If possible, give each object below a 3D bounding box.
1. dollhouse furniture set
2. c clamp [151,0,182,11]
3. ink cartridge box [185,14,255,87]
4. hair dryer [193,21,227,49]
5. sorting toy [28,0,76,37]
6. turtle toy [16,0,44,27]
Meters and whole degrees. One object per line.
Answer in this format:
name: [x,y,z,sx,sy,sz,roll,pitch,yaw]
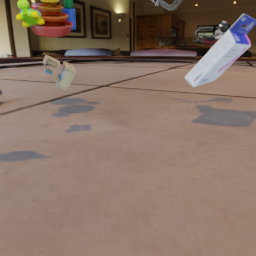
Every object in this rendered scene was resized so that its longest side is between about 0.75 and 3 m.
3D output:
dollhouse furniture set: [-1.868,-1.466,7.278,0.803,0.566,0.563,22,22,-29]
c clamp: [1.398,-4.747,10.055,1.100,0.174,1.288,35,-29,-14]
ink cartridge box: [2.904,-2.199,8.251,0.479,2.213,2.173,51,35,12]
hair dryer: [3.213,-3.356,10.831,1.306,1.714,0.466,-16,56,15]
sorting toy: [-2.642,-3.972,9.569,1.693,1.157,2.818,-11,33,-25]
turtle toy: [-2.893,-3.342,8.158,0.663,0.460,0.910,-6,-14,8]
